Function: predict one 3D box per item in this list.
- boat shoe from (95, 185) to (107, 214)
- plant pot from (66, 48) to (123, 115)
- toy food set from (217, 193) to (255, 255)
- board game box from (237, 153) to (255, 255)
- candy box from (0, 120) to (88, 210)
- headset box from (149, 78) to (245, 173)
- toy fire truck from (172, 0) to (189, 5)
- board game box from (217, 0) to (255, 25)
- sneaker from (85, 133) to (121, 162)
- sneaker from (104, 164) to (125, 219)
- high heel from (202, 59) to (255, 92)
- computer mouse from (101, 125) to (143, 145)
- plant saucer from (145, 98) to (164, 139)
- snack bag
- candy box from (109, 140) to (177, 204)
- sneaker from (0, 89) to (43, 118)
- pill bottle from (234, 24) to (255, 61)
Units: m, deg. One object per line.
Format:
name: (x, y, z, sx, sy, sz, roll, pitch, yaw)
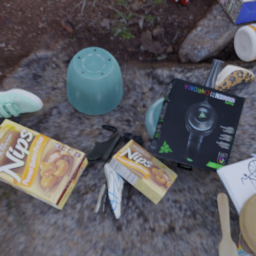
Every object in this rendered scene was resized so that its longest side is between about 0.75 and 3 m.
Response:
boat shoe: (-0.736, 2.086, 8.169, 0.240, 0.282, 0.842, 24, 64, -18)
plant pot: (-1.127, -1.676, 9.392, 2.011, 1.614, 2.011, 2, 64, -4)
toy food set: (3.282, 2.200, 6.027, 2.613, 0.524, 1.804, -4, 55, 16)
board game box: (4.071, 2.074, 7.408, 1.569, 1.541, 2.992, 17, 62, 9)
candy box: (-2.877, 1.050, 8.412, 2.860, 0.791, 1.651, 22, 63, 12)
headset box: (1.913, 0.049, 8.184, 2.097, 1.117, 2.408, 17, 89, -2)
toy fire truck: (2.533, -6.293, 12.246, 0.881, 1.320, 1.572, 41, 68, 20)
board game box: (4.987, -5.684, 11.989, 1.747, 1.061, 2.191, -13, 60, -7)
sneaker: (-0.776, 0.579, 8.917, 0.675, 0.389, 1.294, 26, 67, 9)
sneaker: (-0.347, 1.787, 8.145, 0.594, 0.589, 1.638, -4, 63, -6)
high heel: (3.586, -1.463, 10.099, 2.188, 1.560, 0.781, 9, 18, -27)
computer mouse: (-0.211, 0.247, 9.165, 1.518, 0.258, 0.445, 23, 23, 19)
plant saucer: (1.645, -0.272, 9.465, 2.122, 0.291, 2.122, 0, 61, -1)
snack bag: (3.712, 1.626, 6.607, 2.634, 0.282, 2.483, -15, 62, -7)
candy box: (0.445, 1.246, 8.201, 1.770, 0.490, 1.022, 37, 43, 12)
sneaker: (-4.153, -0.415, 9.131, 2.621, 0.965, 1.546, 2, 55, 12)
pill bottle: (5.341, -3.407, 10.645, 2.238, 1.302, 1.302, -16, 62, -8)
